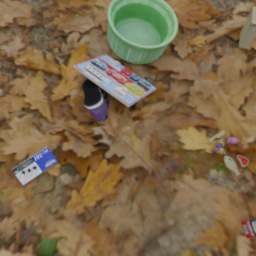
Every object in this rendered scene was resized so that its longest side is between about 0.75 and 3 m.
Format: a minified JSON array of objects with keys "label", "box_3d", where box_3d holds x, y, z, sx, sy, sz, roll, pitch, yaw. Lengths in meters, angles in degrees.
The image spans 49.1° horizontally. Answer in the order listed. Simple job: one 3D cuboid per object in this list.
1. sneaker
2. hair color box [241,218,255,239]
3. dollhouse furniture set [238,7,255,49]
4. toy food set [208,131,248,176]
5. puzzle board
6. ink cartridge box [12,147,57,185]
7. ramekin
[{"label":"sneaker","box_3d":[-1.209,-1.161,10.879,0.906,1.047,2.392,-16,40,11]},{"label":"hair color box","box_3d":[4.286,3.161,8.970,1.099,0.336,0.558,-9,64,-6]},{"label":"dollhouse furniture set","box_3d":[6.094,-4.009,11.831,2.260,1.470,2.076,13,65,6]},{"label":"toy food set","box_3d":[3.747,0.834,10.150,1.034,0.256,1.627,-31,68,-14]},{"label":"puzzle board","box_3d":[-0.458,-1.979,10.961,2.749,0.239,2.071,36,39,15]},{"label":"ink cartridge box","box_3d":[-3.235,1.306,9.747,1.383,0.306,0.650,-35,99,-16]},{"label":"ramekin","box_3d":[0.478,-4.065,11.655,2.857,1.395,2.857,4,67,-10]}]
